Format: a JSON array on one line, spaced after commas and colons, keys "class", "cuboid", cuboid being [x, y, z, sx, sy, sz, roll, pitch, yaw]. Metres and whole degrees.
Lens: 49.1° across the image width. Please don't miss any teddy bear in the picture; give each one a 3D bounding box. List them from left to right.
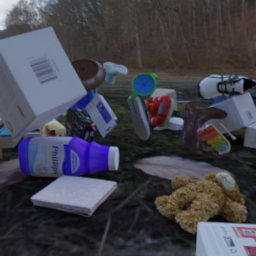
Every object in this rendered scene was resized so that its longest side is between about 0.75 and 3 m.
[{"class": "teddy bear", "cuboid": [1.484, 1.344, 5.430, 2.058, 0.687, 1.492, -6, 16, -22]}]

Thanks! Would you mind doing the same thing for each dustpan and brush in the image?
[{"class": "dustpan and brush", "cuboid": [1.863, -0.103, 12.480, 1.577, 0.451, 1.101, 1, 20, -26]}]

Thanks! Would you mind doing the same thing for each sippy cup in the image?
[{"class": "sippy cup", "cuboid": [0.543, -1.315, 9.413, 1.053, 0.827, 0.772, -12, -13, 3]}]

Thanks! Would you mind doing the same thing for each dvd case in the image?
[{"class": "dvd case", "cuboid": [4.309, -0.776, 11.336, 2.018, 1.440, 0.177, 22, 34, 29]}]

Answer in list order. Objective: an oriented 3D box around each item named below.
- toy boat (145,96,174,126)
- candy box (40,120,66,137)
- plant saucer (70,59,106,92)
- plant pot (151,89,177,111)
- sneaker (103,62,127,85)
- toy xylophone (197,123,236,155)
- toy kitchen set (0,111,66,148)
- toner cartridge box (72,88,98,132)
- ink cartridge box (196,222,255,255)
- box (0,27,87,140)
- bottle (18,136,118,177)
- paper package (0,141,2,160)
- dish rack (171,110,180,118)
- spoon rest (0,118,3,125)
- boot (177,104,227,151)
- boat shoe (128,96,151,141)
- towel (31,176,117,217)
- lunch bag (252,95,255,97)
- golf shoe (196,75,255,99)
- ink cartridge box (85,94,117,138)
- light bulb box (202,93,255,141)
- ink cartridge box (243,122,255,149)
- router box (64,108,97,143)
[{"class": "toy boat", "cuboid": [1.024, -0.886, 12.744, 1.402, 1.400, 2.145, 20, -5, -21]}, {"class": "candy box", "cuboid": [-2.386, 0.352, 8.838, 0.507, 1.059, 1.834, -7, 15, -26]}, {"class": "plant saucer", "cuboid": [-1.704, -2.050, 10.398, 1.775, 0.325, 1.775, -1, 50, 1]}, {"class": "plant pot", "cuboid": [1.782, -1.333, 15.737, 1.260, 1.423, 1.421, -23, 24, -35]}, {"class": "sneaker", "cuboid": [-0.470, -2.044, 10.969, 0.495, 0.793, 1.345, -21, 34, -30]}, {"class": "toy xylophone", "cuboid": [2.667, 0.283, 8.450, 0.287, 1.141, 0.836, -52, 3, -34]}, {"class": "toy kitchen set", "cuboid": [-3.445, -0.421, 10.182, 2.395, 1.919, 1.411, -2, 16, -8]}, {"class": "toner cartridge box", "cuboid": [-1.749, -0.984, 11.183, 1.094, 2.304, 0.497, 25, 35, 35]}, {"class": "ink cartridge box", "cuboid": [1.676, 1.855, 2.941, 1.630, 0.779, 1.857, 1, 13, 4]}, {"class": "box", "cuboid": [-2.454, -0.950, 7.008, 1.344, 1.716, 2.758, -31, 5, -33]}, {"class": "bottle", "cuboid": [-1.504, 0.756, 7.195, 2.478, 1.035, 0.809, 2, 13, 6]}, {"class": "paper package", "cuboid": [-4.592, 0.710, 8.167, 1.241, 0.674, 1.302, 6, 15, 22]}, {"class": "dish rack", "cuboid": [1.709, -0.635, 14.511, 1.700, 0.464, 1.304, -4, 13, -16]}, {"class": "spoon rest", "cuboid": [-5.336, -0.075, 11.318, 2.661, 0.807, 1.322, -3, 13, -18]}, {"class": "boot", "cuboid": [2.472, 0.105, 9.251, 1.571, 1.686, 0.542, 8, -28, 5]}, {"class": "boat shoe", "cuboid": [0.553, -0.429, 10.385, 0.672, 1.865, 0.662, 13, 38, 40]}, {"class": "towel", "cuboid": [-1.129, 1.421, 6.094, 1.411, 0.227, 1.347, 4, 14, 19]}, {"class": "lunch bag", "cuboid": [6.549, -1.168, 15.102, 1.778, 1.208, 1.176, -4, 13, -15]}, {"class": "golf shoe", "cuboid": [3.475, -1.506, 9.886, 2.155, 0.838, 1.018, -14, 14, -16]}, {"class": "ink cartridge box", "cuboid": [-0.922, -0.412, 10.100, 0.302, 0.767, 1.542, 15, 37, -54]}, {"class": "light bulb box", "cuboid": [3.662, -0.418, 10.588, 1.794, 1.119, 1.778, -26, -7, 43]}, {"class": "ink cartridge box", "cuboid": [5.118, 0.325, 9.620, 1.817, 0.753, 1.334, 11, 17, 39]}, {"class": "router box", "cuboid": [-1.558, 0.096, 8.858, 0.426, 1.028, 1.372, 3, 26, -36]}]
